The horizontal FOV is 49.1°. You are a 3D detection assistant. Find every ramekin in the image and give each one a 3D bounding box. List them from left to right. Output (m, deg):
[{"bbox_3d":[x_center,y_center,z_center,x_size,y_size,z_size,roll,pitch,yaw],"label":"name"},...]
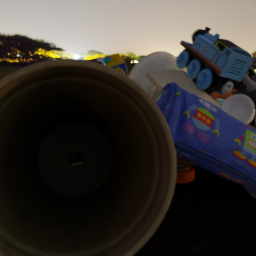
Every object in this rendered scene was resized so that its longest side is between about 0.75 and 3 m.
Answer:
[{"bbox_3d":[1.461,-1.746,12.218,2.906,2.906,1.353,-7,35,-28],"label":"ramekin"},{"bbox_3d":[3.001,-0.444,7.605,0.857,0.857,0.418,10,-8,37],"label":"ramekin"}]

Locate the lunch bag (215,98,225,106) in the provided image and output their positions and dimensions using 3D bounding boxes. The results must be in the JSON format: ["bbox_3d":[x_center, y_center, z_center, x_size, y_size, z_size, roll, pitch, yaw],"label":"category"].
[{"bbox_3d":[4.705,-1.022,13.788,1.978,0.762,1.586,3,14,14],"label":"lunch bag"}]

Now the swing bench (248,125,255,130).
[{"bbox_3d":[2.820,0.409,7.497,1.400,0.908,1.393,-3,15,-15],"label":"swing bench"}]

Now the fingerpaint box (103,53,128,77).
[{"bbox_3d":[-0.813,-0.923,8.914,1.898,2.275,0.834,-20,39,-6],"label":"fingerpaint box"}]

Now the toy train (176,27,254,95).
[{"bbox_3d":[2.696,-2.266,9.239,1.217,1.605,2.809,10,32,-29],"label":"toy train"}]

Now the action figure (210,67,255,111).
[{"bbox_3d":[4.657,-0.957,11.218,2.865,2.962,1.549,-23,40,37],"label":"action figure"}]

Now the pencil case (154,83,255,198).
[{"bbox_3d":[1.623,0.312,5.093,2.877,1.123,1.250,27,49,-10],"label":"pencil case"}]

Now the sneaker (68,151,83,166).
[{"bbox_3d":[-0.454,0.527,6.492,2.558,0.945,1.014,-5,21,-12],"label":"sneaker"}]

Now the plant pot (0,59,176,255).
[{"bbox_3d":[-0.839,0.514,4.343,2.610,2.610,2.265,-2,-2,-8],"label":"plant pot"}]

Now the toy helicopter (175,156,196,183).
[{"bbox_3d":[2.158,0.505,6.512,2.672,1.054,1.767,1,13,15],"label":"toy helicopter"}]

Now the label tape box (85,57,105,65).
[{"bbox_3d":[-1.680,-0.605,7.069,2.575,1.845,0.851,-12,-28,-1],"label":"label tape box"}]

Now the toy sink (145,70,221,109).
[{"bbox_3d":[1.555,-0.610,8.872,1.572,1.351,2.412,-11,48,-38],"label":"toy sink"}]
